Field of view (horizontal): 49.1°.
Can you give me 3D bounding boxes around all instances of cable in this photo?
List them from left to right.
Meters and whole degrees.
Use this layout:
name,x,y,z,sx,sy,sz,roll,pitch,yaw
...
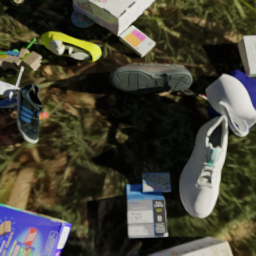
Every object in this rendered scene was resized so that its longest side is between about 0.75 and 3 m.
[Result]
name,x,y,z,sx,sy,sz,roll,pitch,yaw
cable,2.243,-1.105,9.232,1.020,0.257,0.495,35,56,16

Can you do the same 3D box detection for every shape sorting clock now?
name,x,y,z,sx,sy,sz,roll,pitch,yaw
shape sorting clock,-1.620,-4.133,10.375,0.985,0.193,0.985,0,70,0

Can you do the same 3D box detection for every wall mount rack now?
name,x,y,z,sx,sy,sz,roll,pitch,yaw
wall mount rack,-3.872,-1.472,8.761,1.290,0.481,1.121,18,61,-14

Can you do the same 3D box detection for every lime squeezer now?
name,x,y,z,sx,sy,sz,roll,pitch,yaw
lime squeezer,-3.815,-2.664,9.692,1.462,0.516,0.276,-20,90,-2

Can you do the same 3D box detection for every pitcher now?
name,x,y,z,sx,sy,sz,roll,pitch,yaw
pitcher,2.983,-0.632,8.100,1.704,1.033,1.462,51,43,6

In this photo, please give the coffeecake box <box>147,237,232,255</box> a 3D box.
name,x,y,z,sx,sy,sz,roll,pitch,yaw
coffeecake box,1.350,3.392,6.915,2.068,1.587,0.755,-14,73,-5

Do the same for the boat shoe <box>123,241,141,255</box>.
name,x,y,z,sx,sy,sz,roll,pitch,yaw
boat shoe,0.074,3.463,7.604,0.877,0.321,0.275,-45,88,-5

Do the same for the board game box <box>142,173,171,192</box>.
name,x,y,z,sx,sy,sz,roll,pitch,yaw
board game box,0.833,1.617,8.306,0.816,0.140,0.549,0,64,0

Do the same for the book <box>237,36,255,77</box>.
name,x,y,z,sx,sy,sz,roll,pitch,yaw
book,5.032,-2.478,9.680,2.108,0.507,1.408,-5,74,-3

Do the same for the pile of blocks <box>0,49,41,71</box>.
name,x,y,z,sx,sy,sz,roll,pitch,yaw
pile of blocks,-3.646,-2.236,9.446,1.672,0.520,0.686,7,63,12

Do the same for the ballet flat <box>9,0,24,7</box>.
name,x,y,z,sx,sy,sz,roll,pitch,yaw
ballet flat,-4.435,-5.226,10.682,0.509,0.350,1.512,-29,73,-10

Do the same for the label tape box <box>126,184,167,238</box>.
name,x,y,z,sx,sy,sz,roll,pitch,yaw
label tape box,0.491,2.304,7.912,1.067,0.468,1.480,-2,70,-1

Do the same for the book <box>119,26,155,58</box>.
name,x,y,z,sx,sy,sz,roll,pitch,yaw
book,0.321,-3.098,9.985,1.074,0.258,0.717,42,74,12

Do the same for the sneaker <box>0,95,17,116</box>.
name,x,y,z,sx,sy,sz,roll,pitch,yaw
sneaker,-3.856,-0.782,9.066,1.282,0.503,0.571,-14,63,-14

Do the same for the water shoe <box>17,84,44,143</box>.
name,x,y,z,sx,sy,sz,roll,pitch,yaw
water shoe,-2.930,-0.451,8.459,0.709,0.643,1.798,-16,82,29

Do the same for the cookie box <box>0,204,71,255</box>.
name,x,y,z,sx,sy,sz,roll,pitch,yaw
cookie box,-3.282,3.285,7.210,2.856,1.073,2.443,14,69,5

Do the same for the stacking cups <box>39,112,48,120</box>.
name,x,y,z,sx,sy,sz,roll,pitch,yaw
stacking cups,-3.017,-0.337,8.986,0.840,0.254,0.254,-19,71,-8

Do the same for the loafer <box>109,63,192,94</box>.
name,x,y,z,sx,sy,sz,roll,pitch,yaw
loafer,0.713,-1.699,9.247,2.667,0.958,0.839,1,44,-5

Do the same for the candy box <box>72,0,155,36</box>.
name,x,y,z,sx,sy,sz,roll,pitch,yaw
candy box,-0.433,-4.859,10.150,2.128,0.908,2.537,35,69,12

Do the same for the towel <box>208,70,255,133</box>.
name,x,y,z,sx,sy,sz,roll,pitch,yaw
towel,3.554,-0.825,9.084,1.396,0.468,1.890,33,74,5

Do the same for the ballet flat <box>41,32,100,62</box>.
name,x,y,z,sx,sy,sz,roll,pitch,yaw
ballet flat,-2.032,-2.703,9.534,2.186,0.730,0.733,14,49,2

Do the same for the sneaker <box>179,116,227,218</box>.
name,x,y,z,sx,sy,sz,roll,pitch,yaw
sneaker,2.225,1.013,7.927,1.113,1.309,2.958,15,72,3
